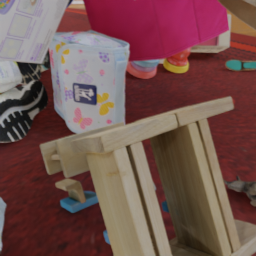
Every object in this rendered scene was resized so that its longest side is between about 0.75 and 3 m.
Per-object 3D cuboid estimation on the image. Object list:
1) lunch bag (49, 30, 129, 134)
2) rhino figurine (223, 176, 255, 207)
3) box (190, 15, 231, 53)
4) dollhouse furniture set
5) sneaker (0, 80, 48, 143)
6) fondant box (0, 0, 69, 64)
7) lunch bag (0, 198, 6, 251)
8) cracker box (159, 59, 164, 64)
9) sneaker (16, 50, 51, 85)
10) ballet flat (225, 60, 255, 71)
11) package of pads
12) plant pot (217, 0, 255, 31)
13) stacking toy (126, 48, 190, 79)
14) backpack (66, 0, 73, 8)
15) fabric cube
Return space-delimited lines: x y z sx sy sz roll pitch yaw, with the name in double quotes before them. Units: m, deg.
"lunch bag" -0.983 -1.171 7.122 1.708 2.279 2.687 -15 33 -30
"rhino figurine" 2.252 1.129 4.899 1.195 0.357 0.523 16 17 29
"box" 3.311 -4.556 13.623 2.769 1.508 1.770 0 6 -1
"dollhouse furniture set" 0.147 0.877 4.368 1.987 1.998 2.836 -17 3 -29
"sneaker" -3.078 -0.373 7.285 1.120 1.032 2.801 -11 23 12
"fondant box" -1.932 -1.860 4.029 0.672 1.665 2.308 38 22 14
"lunch bag" -2.398 1.650 3.046 1.987 1.263 1.685 -18 30 -11
"cracker box" 1.801 -3.334 13.014 1.714 0.494 1.148 11 30 18
"sneaker" -3.976 -2.248 10.769 1.200 1.079 2.781 -12 23 17
"ballet flat" 4.778 -2.616 11.876 1.359 0.479 0.444 6 3 5
"package of pads" -4.475 -1.749 7.441 2.967 2.292 1.012 -15 11 24
"plant pot" 3.056 -2.605 5.227 2.323 1.560 2.323 29 21 -13
"stacking toy" 1.015 -3.266 11.482 2.748 1.161 2.488 -17 52 -26
"backpack" -2.731 -4.211 8.141 2.376 1.931 1.994 -20 35 14
"fabric cube" 0.683 -3.773 8.041 2.998 2.989 2.941 -29 24 -31
